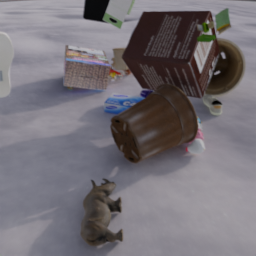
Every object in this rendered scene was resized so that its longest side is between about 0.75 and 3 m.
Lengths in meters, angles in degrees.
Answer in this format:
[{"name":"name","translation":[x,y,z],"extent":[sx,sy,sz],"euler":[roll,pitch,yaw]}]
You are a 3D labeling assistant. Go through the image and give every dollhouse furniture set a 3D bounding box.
[{"name":"dollhouse furniture set","translation":[2.466,-2.996,8.177],"extent":[0.480,0.627,0.957],"euler":[-5,-8,-27]},{"name":"dollhouse furniture set","translation":[0.210,-4.414,16.908],"extent":[2.154,1.233,2.526],"euler":[7,29,29]}]

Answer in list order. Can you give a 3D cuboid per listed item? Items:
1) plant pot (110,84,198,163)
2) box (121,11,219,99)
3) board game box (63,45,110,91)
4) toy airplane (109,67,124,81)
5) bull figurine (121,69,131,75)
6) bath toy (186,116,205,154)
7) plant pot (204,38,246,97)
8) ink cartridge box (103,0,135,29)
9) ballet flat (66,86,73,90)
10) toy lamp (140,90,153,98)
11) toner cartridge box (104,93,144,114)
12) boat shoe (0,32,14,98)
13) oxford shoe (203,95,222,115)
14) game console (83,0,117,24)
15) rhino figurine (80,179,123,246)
[{"name":"plant pot","translation":[0.762,-0.027,9.580],"extent":[2.263,2.286,2.286],"euler":[-28,40,-24]},{"name":"box","translation":[1.698,-2.796,10.661],"extent":[2.747,2.256,2.279],"euler":[14,73,32]},{"name":"board game box","translation":[-2.291,-3.255,14.952],"extent":[2.204,1.339,2.765],"euler":[5,30,-15]},{"name":"toy airplane","translation":[-0.718,-2.912,15.560],"extent":[0.994,0.704,0.998],"euler":[20,0,12]},{"name":"bull figurine","translation":[0.083,-3.485,16.614],"extent":[0.651,0.349,1.072],"euler":[10,38,23]},{"name":"bath toy","translation":[2.423,0.341,10.239],"extent":[0.662,0.778,1.790],"euler":[-26,27,26]},{"name":"plant pot","translation":[4.381,-3.231,14.427],"extent":[2.772,2.772,2.538],"euler":[7,21,11]},{"name":"ink cartridge box","translation":[-0.354,-4.475,10.587],"extent":[0.871,1.197,0.287],"euler":[33,29,12]},{"name":"ballet flat","translation":[-3.179,-2.345,14.792],"extent":[0.350,0.373,1.032],"euler":[-9,32,-25]},{"name":"toy lamp","translation":[1.438,-1.228,12.791],"extent":[0.642,0.642,2.206],"euler":[-27,42,-37]},{"name":"toner cartridge box","translation":[0.200,-0.964,12.451],"extent":[2.321,0.501,1.103],"euler":[10,33,16]},{"name":"boat shoe","translation":[-4.260,-2.136,9.282],"extent":[0.835,2.318,0.794],"euler":[-15,48,-29]},{"name":"oxford shoe","translation":[3.889,-1.186,12.815],"extent":[0.675,0.518,1.794],"euler":[-3,30,1]},{"name":"game console","translation":[-1.130,-5.381,12.518],"extent":[1.616,0.940,1.421],"euler":[7,35,-8]},{"name":"rhino figurine","translation":[-0.682,2.083,7.384],"extent":[1.039,0.711,2.376],"euler":[-2,30,-3]}]
